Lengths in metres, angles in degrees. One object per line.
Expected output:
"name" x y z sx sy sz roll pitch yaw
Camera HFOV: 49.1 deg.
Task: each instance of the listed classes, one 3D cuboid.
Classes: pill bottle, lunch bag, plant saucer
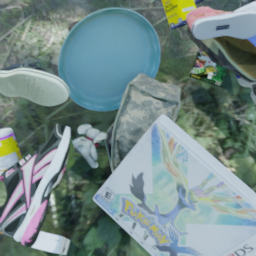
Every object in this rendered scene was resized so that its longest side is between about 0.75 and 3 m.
"pill bottle" 3.682 -2.064 7.949 1.481 1.481 2.644 -23 94 -12
"lunch bag" 0.294 0.033 6.981 1.423 2.421 1.986 21 20 4
"pill bottle" -2.884 0.692 6.621 0.663 0.663 1.272 -15 104 -8
"plant saucer" -0.450 -1.659 7.099 2.687 2.687 0.368 -22 41 -11

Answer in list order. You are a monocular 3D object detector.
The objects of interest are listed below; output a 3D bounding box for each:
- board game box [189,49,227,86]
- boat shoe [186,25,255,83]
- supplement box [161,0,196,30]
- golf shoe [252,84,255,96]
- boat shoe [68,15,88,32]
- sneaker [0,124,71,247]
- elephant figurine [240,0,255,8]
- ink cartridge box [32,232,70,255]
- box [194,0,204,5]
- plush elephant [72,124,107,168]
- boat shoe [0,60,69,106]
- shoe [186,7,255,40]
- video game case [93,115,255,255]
"board game box" 3.414 -2.846 11.193 1.288 0.288 2.458 21 65 8
"boat shoe" 2.536 -2.093 7.453 0.885 0.814 2.477 -38 78 -22
"supplement box" 1.435 -3.472 7.927 0.611 0.607 1.115 -26 102 -26
"golf shoe" 3.909 -0.061 6.169 1.150 1.398 2.958 -25 38 14
"boat shoe" -0.346 -2.435 7.990 0.886 2.942 1.049 19 98 38
"sneaker" -2.057 0.981 5.985 1.168 1.086 2.705 19 56 -5
"elephant figurine" 4.605 -3.575 8.431 1.726 1.893 2.440 -26 54 10
"ink cartridge box" -2.094 3.169 7.672 0.747 1.033 0.435 10 63 5
"box" 2.140 -4.516 8.645 0.320 1.975 1.196 -18 104 -12
"plush elephant" -0.831 0.310 6.140 0.720 0.874 0.677 36 69 28
"boat shoe" -2.145 -1.064 6.289 2.413 0.900 0.751 12 47 37
"shoe" 2.221 -2.478 6.457 1.712 0.612 0.779 -6 45 -4
"video game case" 0.987 1.631 5.475 2.943 2.683 0.324 42 33 7
